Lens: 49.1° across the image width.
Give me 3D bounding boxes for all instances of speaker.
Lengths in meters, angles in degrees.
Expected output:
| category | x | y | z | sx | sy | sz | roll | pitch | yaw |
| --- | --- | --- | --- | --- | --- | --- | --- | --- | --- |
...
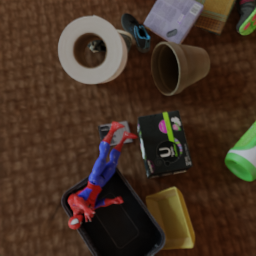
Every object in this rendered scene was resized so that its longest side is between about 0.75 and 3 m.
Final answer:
| category | x | y | z | sx | sy | sz | roll | pitch | yaw |
| --- | --- | --- | --- | --- | --- | --- | --- | --- | --- |
| speaker | 3.978 | 0.331 | 8.173 | 1.122 | 1.122 | 2.538 | 43 | 77 | 12 |

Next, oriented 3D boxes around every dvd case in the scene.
| category | x | y | z | sx | sy | sz | roll | pitch | yaw |
| --- | --- | --- | --- | --- | --- | --- | --- | --- | --- |
| dvd case | -0.399 | 0.199 | 8.642 | 0.943 | 0.117 | 0.709 | -10 | 72 | -16 |

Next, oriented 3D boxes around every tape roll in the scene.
| category | x | y | z | sx | sy | sz | roll | pitch | yaw |
| --- | --- | --- | --- | --- | --- | --- | --- | --- | --- |
| tape roll | -1.014 | -2.286 | 8.532 | 1.896 | 1.302 | 1.896 | 1 | 100 | 5 |

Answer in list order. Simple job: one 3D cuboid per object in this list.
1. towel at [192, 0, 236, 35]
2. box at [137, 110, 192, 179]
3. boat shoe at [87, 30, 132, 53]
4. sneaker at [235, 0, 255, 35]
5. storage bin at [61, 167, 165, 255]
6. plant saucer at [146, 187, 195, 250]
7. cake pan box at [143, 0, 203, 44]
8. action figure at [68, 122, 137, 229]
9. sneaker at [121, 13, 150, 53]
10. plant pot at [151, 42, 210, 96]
| category | x | y | z | sx | sy | sz | roll | pitch | yaw |
| --- | --- | --- | --- | --- | --- | --- | --- | --- | --- |
| towel | 2.804 | -4.637 | 9.783 | 1.900 | 0.281 | 2.591 | 23 | 83 | 12 |
| box | 1.006 | 0.503 | 8.149 | 1.239 | 1.037 | 1.669 | -10 | 73 | -3 |
| boat shoe | -0.990 | -2.899 | 9.360 | 2.236 | 0.814 | 0.691 | 7 | 68 | -3 |
| sneaker | 4.188 | -4.254 | 9.871 | 1.002 | 0.918 | 2.391 | 14 | 70 | 26 |
| storage bin | -0.381 | 2.429 | 7.429 | 1.696 | 1.176 | 2.509 | -35 | 74 | -11 |
| plant saucer | 1.155 | 2.419 | 7.483 | 0.357 | 1.474 | 1.475 | -3 | 70 | -33 |
| cake pan box | 1.524 | -3.785 | 9.462 | 1.459 | 0.414 | 1.584 | 33 | 103 | 7 |
| action figure | -0.502 | 1.280 | 6.738 | 1.371 | 0.904 | 2.770 | 17 | 74 | 50 |
| sneaker | 0.318 | -3.384 | 9.560 | 0.591 | 0.662 | 1.615 | -28 | 75 | -16 |
| plant pot | 1.712 | -1.943 | 8.773 | 1.409 | 1.623 | 1.623 | -16 | 72 | -21 |
